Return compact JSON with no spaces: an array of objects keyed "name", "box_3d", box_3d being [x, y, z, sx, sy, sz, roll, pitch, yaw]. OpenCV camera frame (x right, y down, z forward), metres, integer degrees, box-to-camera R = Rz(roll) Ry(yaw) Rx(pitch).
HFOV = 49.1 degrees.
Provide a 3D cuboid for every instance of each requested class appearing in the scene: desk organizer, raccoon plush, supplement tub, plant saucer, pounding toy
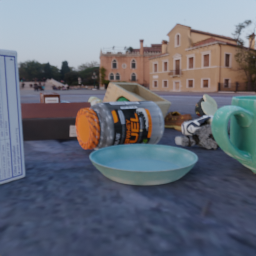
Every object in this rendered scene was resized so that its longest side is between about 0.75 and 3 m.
[{"name":"desk organizer","box_3d":[-2.160,-0.223,8.337,2.228,0.799,0.858,-2,37,-15]},{"name":"raccoon plush","box_3d":[1.860,0.163,7.280,1.284,0.621,0.860,6,6,6]},{"name":"supplement tub","box_3d":[-0.200,-0.046,6.840,1.950,1.195,1.195,-6,11,-32]},{"name":"plant saucer","box_3d":[0.269,0.649,5.082,1.928,0.346,1.928,1,9,0]},{"name":"pounding toy","box_3d":[-0.045,-0.617,9.837,1.976,1.526,2.147,34,25,28]}]

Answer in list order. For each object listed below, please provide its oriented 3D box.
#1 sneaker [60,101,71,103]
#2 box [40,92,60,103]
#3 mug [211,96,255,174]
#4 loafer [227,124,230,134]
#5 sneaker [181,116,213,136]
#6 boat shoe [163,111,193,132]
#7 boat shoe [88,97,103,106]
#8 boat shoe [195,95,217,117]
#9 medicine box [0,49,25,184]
[{"name":"sneaker","box_3d":[-2.854,-1.010,15.624,2.124,0.745,0.871,0,30,-8]},{"name":"box","box_3d":[-4.120,-1.234,14.699,0.911,1.218,2.432,-3,9,-18]},{"name":"mug","box_3d":[2.601,0.141,5.037,2.206,1.364,1.813,1,9,13]},{"name":"loafer","box_3d":[3.079,-0.022,9.624,0.400,0.457,1.272,17,7,-28]},{"name":"sneaker","box_3d":[2.517,-0.074,8.751,1.481,0.591,0.964,-5,4,-29]},{"name":"boat shoe","box_3d":[1.749,-0.306,10.403,0.693,0.650,1.925,-4,9,-26]},{"name":"boat shoe","box_3d":[-1.286,-0.633,11.669,0.970,1.082,2.923,7,17,2]},{"name":"boat shoe","box_3d":[3.761,-0.827,13.530,1.007,0.862,2.752,35,24,-1]},{"name":"medicine box","box_3d":[-2.871,-0.104,4.042,1.209,2.140,2.350,6,10,34]}]
